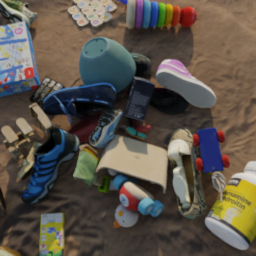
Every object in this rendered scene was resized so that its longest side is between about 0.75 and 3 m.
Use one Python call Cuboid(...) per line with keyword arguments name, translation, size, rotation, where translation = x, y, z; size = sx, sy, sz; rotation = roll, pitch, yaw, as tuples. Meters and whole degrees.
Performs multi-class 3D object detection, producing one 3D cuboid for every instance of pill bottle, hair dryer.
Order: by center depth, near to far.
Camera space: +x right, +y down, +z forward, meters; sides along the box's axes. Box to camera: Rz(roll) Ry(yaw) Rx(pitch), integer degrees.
Cuboid(name="pill bottle", translation=(3.425, 2.212, 8.280), size=(1.336, 1.336, 2.385), rotation=(35, 72, 13))
Cuboid(name="hair dryer", translation=(0.256, -0.112, 9.793), size=(1.132, 0.308, 0.863), rotation=(19, 68, 7))
Cuboid(name="hair dryer", translation=(-1.489, -0.446, 9.867), size=(2.133, 0.761, 2.801), rotation=(17, 64, 26))

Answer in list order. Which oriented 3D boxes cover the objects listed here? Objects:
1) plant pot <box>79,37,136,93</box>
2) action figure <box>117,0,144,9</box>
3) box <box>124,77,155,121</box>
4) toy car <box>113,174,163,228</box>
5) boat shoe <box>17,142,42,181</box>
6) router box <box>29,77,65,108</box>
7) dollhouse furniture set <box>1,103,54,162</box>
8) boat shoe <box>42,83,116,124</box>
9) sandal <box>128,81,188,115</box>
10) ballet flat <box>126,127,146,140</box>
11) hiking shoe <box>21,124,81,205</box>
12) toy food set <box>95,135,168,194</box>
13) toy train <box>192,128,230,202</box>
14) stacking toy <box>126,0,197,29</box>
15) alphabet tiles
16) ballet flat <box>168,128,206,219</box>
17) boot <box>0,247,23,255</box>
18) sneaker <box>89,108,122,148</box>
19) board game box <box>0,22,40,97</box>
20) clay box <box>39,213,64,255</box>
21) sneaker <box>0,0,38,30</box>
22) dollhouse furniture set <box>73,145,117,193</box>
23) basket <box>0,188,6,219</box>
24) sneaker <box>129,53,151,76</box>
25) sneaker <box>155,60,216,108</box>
Cuboid(name="plant pot", translation=(-0.883, -2.266, 9.535), size=(1.989, 1.339, 1.989), rotation=(-9, 58, 15))
Cuboid(name="action figure", translation=(0.083, -5.393, 11.864), size=(1.963, 0.507, 0.642), rotation=(19, 74, 2))
Cuboid(name="box", translation=(0.368, -1.008, 9.480), size=(0.672, 0.953, 1.288), rotation=(16, 104, -6))
Cuboid(name="toy car", translation=(-0.004, 2.417, 8.300), size=(1.369, 1.314, 1.486), rotation=(36, 91, 36))
Cuboid(name="boat shoe", translation=(-3.164, 1.065, 9.013), size=(0.453, 0.530, 1.445), rotation=(27, 42, -3))
Cuboid(name="router box", translation=(-2.957, -1.245, 10.264), size=(0.822, 0.281, 1.102), rotation=(27, 70, 10))
Cuboid(name="dollhouse furniture set", translation=(-3.382, 0.070, 9.155), size=(1.549, 1.358, 1.029), rotation=(-34, 72, -27))
Cuboid(name="boat shoe", translation=(-1.696, -0.781, 9.122), size=(2.638, 1.110, 0.905), rotation=(-15, 61, 22))
Cuboid(name="sandal", translation=(1.076, -1.123, 10.049), size=(2.263, 0.542, 0.851), rotation=(20, 72, 4))
Cuboid(name="ballet flat", translation=(0.241, 0.225, 9.441), size=(0.766, 0.241, 0.263), rotation=(26, 56, -11))
Cuboid(name="hiking shoe", translation=(-2.621, 1.115, 8.602), size=(0.959, 1.118, 2.578), rotation=(27, 81, 49))
Cuboid(name="toy food set", translation=(0.211, 1.150, 8.863), size=(2.175, 0.657, 1.561), rotation=(17, 37, 1))
Cuboid(name="toy train", translation=(2.635, 1.242, 8.681), size=(0.944, 1.290, 2.230), rotation=(-10, 66, 15))
Cuboid(name="stacking toy", translation=(1.364, -4.532, 11.197), size=(2.812, 1.200, 1.200), rotation=(1, 68, -3))
Cuboid(name="alphabet tiles", translation=(-1.525, -5.081, 11.910), size=(1.862, 0.139, 1.904), rotation=(-31, 72, -12))
Cuboid(name="ballet flat", translation=(1.721, 1.288, 8.712), size=(1.009, 1.120, 2.975), rotation=(-22, 64, 34))
Cuboid(name="boot", translation=(-3.081, 4.575, 7.610), size=(2.262, 0.815, 1.749), rotation=(26, 70, 15))
Cuboid(name="sneaker", translation=(-0.665, 0.014, 9.093), size=(0.580, 0.665, 1.479), rotation=(30, 81, 38))
Cuboid(name="board game box", translation=(-4.883, -2.489, 10.513), size=(2.617, 0.747, 2.673), rotation=(-15, 69, -7))
Cuboid(name="clay box", translation=(-2.287, 3.211, 8.441), size=(0.684, 0.283, 1.190), rotation=(-3, 68, -2))
Cuboid(name="sneaker", translation=(-4.606, -4.884, 11.574), size=(2.164, 0.832, 0.959), rotation=(40, 63, 8))
Cuboid(name="dollhouse furniture set", translation=(-0.799, 1.245, 8.419), size=(0.816, 1.626, 1.065), rotation=(-7, 61, 23))
Cuboid(name="basket", translation=(-4.620, 2.389, 8.179), size=(1.792, 1.616, 1.219), rotation=(-15, 46, -19))
Cuboid(name="sneaker", translation=(-0.250, -2.343, 10.564), size=(2.224, 0.838, 0.881), rotation=(0, 41, 4))
Cuboid(name="sneaker", translation=(2.197, -1.731, 10.163), size=(2.365, 0.857, 1.349), rotation=(31, 42, -7))
